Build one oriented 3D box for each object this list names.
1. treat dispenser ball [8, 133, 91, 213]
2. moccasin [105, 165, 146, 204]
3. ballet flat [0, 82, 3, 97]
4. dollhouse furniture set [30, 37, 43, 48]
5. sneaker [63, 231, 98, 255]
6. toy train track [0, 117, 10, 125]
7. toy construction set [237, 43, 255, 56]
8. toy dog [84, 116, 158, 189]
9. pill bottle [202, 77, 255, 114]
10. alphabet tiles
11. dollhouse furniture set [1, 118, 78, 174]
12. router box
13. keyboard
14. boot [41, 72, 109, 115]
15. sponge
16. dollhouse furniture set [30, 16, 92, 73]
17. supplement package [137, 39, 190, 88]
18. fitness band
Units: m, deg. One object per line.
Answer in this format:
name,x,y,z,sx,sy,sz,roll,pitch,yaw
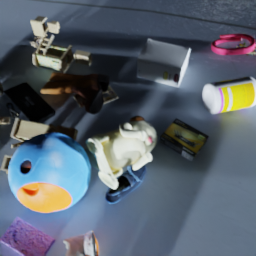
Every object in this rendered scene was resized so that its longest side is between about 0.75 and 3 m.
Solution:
treat dispenser ball,-2.381,1.359,8.645,2.433,2.433,2.433,0,52,0
moccasin,-0.005,1.813,9.386,0.731,0.620,1.818,32,59,22
ballet flat,-6.188,-2.239,12.559,0.778,0.535,2.310,-26,57,-18
dollhouse furniture set,-4.686,-4.254,14.361,0.991,0.484,0.845,10,48,38
sneaker,-1.368,4.056,7.627,1.067,0.878,2.319,-9,45,2
toy train track,-5.546,0.149,10.774,1.660,0.471,2.895,-7,53,-5
toy construction set,6.058,-3.973,13.961,1.108,0.510,0.726,-8,52,7
toy dog,-0.088,0.646,9.431,2.463,2.388,1.718,-28,97,-24
pill bottle,4.397,-1.373,11.430,2.434,1.269,1.269,-11,53,-8
alphabet tiles,-1.485,-1.460,12.264,1.665,0.063,1.392,-24,57,-18
dollhouse furniture set,-3.006,0.897,10.061,2.213,1.231,1.958,11,78,8
router box,2.108,0.425,10.598,1.468,0.383,1.154,31,59,22
keyboard,-4.323,-0.938,11.723,1.509,0.322,2.513,-32,58,-30
boot,-2.328,-1.562,11.632,2.704,0.926,2.545,5,49,6
sponge,-3.025,3.388,8.428,1.467,0.219,0.818,23,56,17
dollhouse furniture set,-3.102,-3.633,12.636,2.394,2.118,1.331,14,54,12
supplement package,1.592,-2.968,12.753,2.011,1.115,1.566,17,54,13
fitness band,5.210,-4.146,13.953,2.071,0.387,1.487,-2,47,10
